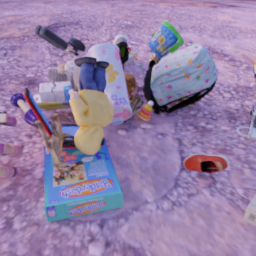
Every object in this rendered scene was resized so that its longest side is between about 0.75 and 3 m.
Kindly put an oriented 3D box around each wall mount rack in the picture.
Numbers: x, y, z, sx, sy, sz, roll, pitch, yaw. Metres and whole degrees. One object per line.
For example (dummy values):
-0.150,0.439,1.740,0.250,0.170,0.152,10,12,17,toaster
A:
4.896,0.195,9.715,2.154,0.803,1.872,14,35,22,wall mount rack

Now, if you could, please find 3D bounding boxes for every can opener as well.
-2.900,-3.765,12.125,0.673,0.850,2.559,23,3,31,can opener

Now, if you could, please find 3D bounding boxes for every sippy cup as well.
1.652,-3.936,12.837,1.281,1.373,1.748,-43,5,9,sippy cup

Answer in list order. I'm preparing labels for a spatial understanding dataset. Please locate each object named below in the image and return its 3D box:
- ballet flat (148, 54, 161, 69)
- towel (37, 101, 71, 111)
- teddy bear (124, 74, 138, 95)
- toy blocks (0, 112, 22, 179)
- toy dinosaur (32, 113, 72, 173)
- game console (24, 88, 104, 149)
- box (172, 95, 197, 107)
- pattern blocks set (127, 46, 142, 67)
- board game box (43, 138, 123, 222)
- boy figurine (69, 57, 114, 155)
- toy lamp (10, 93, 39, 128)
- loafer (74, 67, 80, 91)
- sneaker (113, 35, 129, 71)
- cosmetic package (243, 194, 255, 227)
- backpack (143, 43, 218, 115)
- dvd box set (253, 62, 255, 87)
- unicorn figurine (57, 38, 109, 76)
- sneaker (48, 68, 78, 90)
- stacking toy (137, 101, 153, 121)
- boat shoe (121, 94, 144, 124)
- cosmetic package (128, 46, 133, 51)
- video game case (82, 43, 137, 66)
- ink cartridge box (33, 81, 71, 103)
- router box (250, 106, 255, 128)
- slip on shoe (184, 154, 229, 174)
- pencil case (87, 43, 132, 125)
1.117,-2.619,13.323,0.530,0.770,2.285,17,70,-22,ballet flat
-2.342,-0.953,11.044,2.291,0.261,1.646,-7,-1,-1,towel
-0.816,-1.640,12.791,2.534,0.846,1.837,-33,38,-30,teddy bear
-3.996,0.575,8.515,1.725,1.846,1.554,2,-11,17,toy blocks
-1.817,0.302,6.890,0.677,1.176,2.326,-16,23,-5,toy dinosaur
-2.049,-0.392,8.735,2.228,1.535,2.586,-1,12,-19,game console
2.420,-1.380,12.689,1.425,0.284,0.975,12,34,18,box
0.229,-2.307,9.142,0.064,0.785,0.690,-34,6,13,pattern blocks set
-1.393,1.341,8.086,1.978,0.585,2.600,-7,33,-12,board game box
-0.860,-0.506,6.896,0.745,2.313,1.438,1,0,39,boy figurine
-4.032,-0.709,11.190,0.730,0.730,2.507,-22,37,-31,toy lamp
-1.514,-1.685,10.310,0.640,0.732,2.037,27,26,-35,loafer
-0.385,-2.684,11.149,0.697,1.889,0.826,6,33,-13,sneaker
3.359,1.970,7.158,0.366,0.542,1.030,26,42,33,cosmetic package
2.091,-2.066,11.300,2.878,1.822,2.402,-18,41,29,backpack
4.347,-1.665,8.916,0.205,1.020,1.394,-10,8,8,dvd box set
-1.771,-2.754,11.998,2.681,0.990,1.842,-26,15,5,unicorn figurine
-2.728,-2.364,13.868,2.619,0.979,1.074,19,24,12,sneaker
0.760,-0.729,11.084,0.577,0.790,0.577,23,27,-13,stacking toy
0.004,-0.784,11.178,0.642,0.658,1.739,48,39,-9,boat shoe
-0.850,-4.217,16.611,1.269,0.891,2.502,17,36,25,cosmetic package
-1.265,-3.556,14.740,2.428,0.294,2.668,26,52,31,video game case
-3.473,-1.608,12.766,1.749,0.593,1.015,-7,33,-11,ink cartridge box
5.617,-0.320,10.835,1.519,0.472,1.138,6,33,9,router box
2.005,0.990,7.536,0.438,0.530,1.432,-26,9,-34,slip on shoe
-0.628,-1.459,9.181,1.105,1.206,2.659,-8,66,-10,pencil case
